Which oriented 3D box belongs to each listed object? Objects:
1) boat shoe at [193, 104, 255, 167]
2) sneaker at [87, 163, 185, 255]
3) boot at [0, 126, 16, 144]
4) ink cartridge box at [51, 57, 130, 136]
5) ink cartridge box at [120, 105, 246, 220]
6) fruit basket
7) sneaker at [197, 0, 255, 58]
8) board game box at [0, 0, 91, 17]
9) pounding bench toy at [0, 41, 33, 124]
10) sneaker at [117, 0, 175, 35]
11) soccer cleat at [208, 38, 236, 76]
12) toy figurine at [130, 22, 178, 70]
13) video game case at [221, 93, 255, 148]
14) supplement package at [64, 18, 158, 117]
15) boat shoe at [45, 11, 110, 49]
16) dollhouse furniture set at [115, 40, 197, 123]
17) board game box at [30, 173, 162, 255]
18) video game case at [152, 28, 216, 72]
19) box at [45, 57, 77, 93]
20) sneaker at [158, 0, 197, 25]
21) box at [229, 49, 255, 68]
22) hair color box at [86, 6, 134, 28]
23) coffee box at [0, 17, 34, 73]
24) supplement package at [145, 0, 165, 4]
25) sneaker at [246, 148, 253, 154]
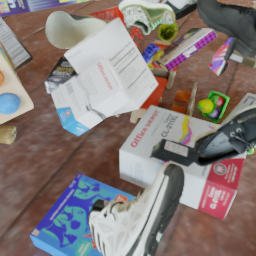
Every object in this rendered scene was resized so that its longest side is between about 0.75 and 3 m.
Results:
[{"bbox_3d":[1.788,0.205,4.712,0.682,1.824,0.605,45,48,-16],"label":"boat shoe"},{"bbox_3d":[-0.034,1.212,4.038,1.168,2.031,0.766,29,23,24],"label":"sneaker"},{"bbox_3d":[-3.942,0.019,8.343,1.244,0.411,1.089,0,56,2],"label":"boot"},{"bbox_3d":[-0.594,-0.481,4.367,1.031,0.443,0.755,-32,60,9],"label":"ink cartridge box"},{"bbox_3d":[1.377,0.717,7.017,2.712,1.123,1.976,18,46,19],"label":"ink cartridge box"},{"bbox_3d":[2.604,-0.661,8.685,0.959,0.959,0.691,-32,51,-30],"label":"fruit basket"},{"bbox_3d":[2.921,-2.999,7.662,2.283,1.036,0.867,37,55,-4],"label":"sneaker"},{"bbox_3d":[-2.126,-3.663,7.423,2.400,0.823,2.904,-16,29,-7],"label":"board game box"},{"bbox_3d":[-2.842,-1.151,4.751,1.360,2.189,1.708,-29,54,-11],"label":"pounding bench toy"},{"bbox_3d":[0.335,-1.805,4.733,1.183,0.524,0.455,-4,-3,-37],"label":"sneaker"},{"bbox_3d":[2.551,-1.978,7.655,0.471,1.286,0.439,38,68,19],"label":"soccer cleat"},{"bbox_3d":[0.417,-1.982,7.255,0.945,1.073,1.791,35,74,0],"label":"toy figurine"},{"bbox_3d":[4.218,-0.133,8.590,2.052,0.267,2.255,29,49,27],"label":"video game case"},{"bbox_3d":[-0.290,-1.090,5.266,0.887,1.462,0.876,-11,31,46],"label":"supplement package"},{"bbox_3d":[-1.281,-2.560,7.577,2.723,0.973,0.814,24,22,39],"label":"boat shoe"},{"bbox_3d":[0.798,-1.501,9.143,2.931,1.510,2.899,13,44,13],"label":"dollhouse furniture set"},{"bbox_3d":[-0.540,2.124,5.932,2.337,0.526,1.777,18,46,19],"label":"board game box"},{"bbox_3d":[1.381,-2.067,7.296,1.447,0.259,1.311,-36,23,4],"label":"video game case"},{"bbox_3d":[-1.686,-1.854,10.239,2.163,0.538,1.705,7,44,7],"label":"box"},{"bbox_3d":[1.717,-4.101,8.397,2.590,1.146,0.960,-25,2,31],"label":"sneaker"},{"bbox_3d":[5.343,-3.476,12.128,1.551,0.415,2.560,33,50,30],"label":"box"},{"bbox_3d":[-0.599,-3.568,9.292,1.022,0.617,2.014,-20,22,-36],"label":"hair color box"},{"bbox_3d":[-3.918,-2.570,7.364,1.084,2.715,1.535,-45,26,-17],"label":"coffee box"},{"bbox_3d":[1.084,-5.062,9.890,1.742,1.240,2.237,53,38,9],"label":"supplement package"},{"bbox_3d":[2.964,0.439,7.921,0.493,0.437,1.179,-42,53,-17],"label":"sneaker"}]
